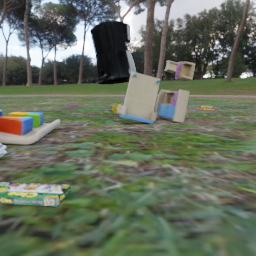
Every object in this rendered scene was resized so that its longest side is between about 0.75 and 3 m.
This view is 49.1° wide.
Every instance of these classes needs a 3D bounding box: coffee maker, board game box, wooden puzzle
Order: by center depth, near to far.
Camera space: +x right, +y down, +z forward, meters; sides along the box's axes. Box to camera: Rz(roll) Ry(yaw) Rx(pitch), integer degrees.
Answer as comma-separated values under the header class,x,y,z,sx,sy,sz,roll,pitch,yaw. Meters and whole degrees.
class,x,y,z,sx,sy,sz,roll,pitch,yaw
board game box,-1.169,0.759,3.249,0.894,0.105,0.468,1,10,7
wooden puzzle,-3.380,-0.110,7.286,2.798,0.648,2.592,-1,9,-3
coffee maker,-0.674,-3.014,11.213,1.561,2.317,2.225,-11,1,27

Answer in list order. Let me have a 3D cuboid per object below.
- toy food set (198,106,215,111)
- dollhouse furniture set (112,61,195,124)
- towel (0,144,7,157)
class,x,y,z,sx,sy,sz,roll,pitch,yaw
toy food set,4.327,-1.082,15.440,0.908,0.223,0.917,8,11,42
dollhouse furniture set,0.748,-1.432,10.320,2.532,2.390,1.652,10,5,-19
towel,-3.293,0.527,4.325,2.207,0.263,1.621,-1,10,6
